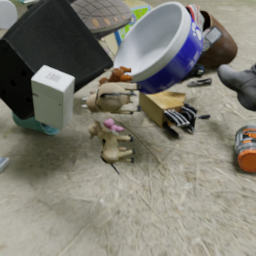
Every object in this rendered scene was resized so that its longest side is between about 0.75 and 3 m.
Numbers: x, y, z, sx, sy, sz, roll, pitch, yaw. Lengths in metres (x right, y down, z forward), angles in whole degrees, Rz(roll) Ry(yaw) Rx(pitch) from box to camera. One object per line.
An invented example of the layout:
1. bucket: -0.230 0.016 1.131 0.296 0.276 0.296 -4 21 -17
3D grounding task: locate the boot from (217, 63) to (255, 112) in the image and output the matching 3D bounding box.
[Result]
1. boot: 3.823 -1.734 8.712 0.834 1.574 2.391 6 39 -25

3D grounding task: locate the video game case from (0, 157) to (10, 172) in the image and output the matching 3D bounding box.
1. video game case: -4.584 1.329 7.923 1.626 0.209 1.788 8 32 12

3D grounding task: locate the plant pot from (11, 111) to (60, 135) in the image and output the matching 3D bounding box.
1. plant pot: -3.228 -0.509 9.944 1.402 1.432 1.432 4 31 23

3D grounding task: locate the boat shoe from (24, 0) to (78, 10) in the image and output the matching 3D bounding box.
1. boat shoe: -1.843 -3.715 8.594 1.042 0.851 2.822 11 32 32

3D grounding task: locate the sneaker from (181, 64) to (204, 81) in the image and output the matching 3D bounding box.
1. sneaker: 3.237 -2.862 14.209 1.145 0.748 2.047 12 32 20

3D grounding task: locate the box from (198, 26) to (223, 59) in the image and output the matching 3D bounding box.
1. box: 2.520 -2.880 10.612 0.459 2.075 1.662 43 17 -7

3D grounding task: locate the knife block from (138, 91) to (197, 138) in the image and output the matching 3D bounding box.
1. knife block: 1.305 -0.582 10.416 2.586 0.827 2.270 12 32 18

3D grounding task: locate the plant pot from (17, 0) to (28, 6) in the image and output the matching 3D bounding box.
1. plant pot: -3.215 -4.399 9.126 0.578 0.818 0.578 24 7 12

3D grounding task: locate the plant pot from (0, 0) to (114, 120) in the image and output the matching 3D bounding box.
1. plant pot: -2.236 -1.596 7.157 2.376 2.371 2.108 -26 21 38

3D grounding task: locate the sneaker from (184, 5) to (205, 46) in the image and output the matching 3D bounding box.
1. sneaker: 2.221 -3.257 8.919 0.547 1.332 0.518 -26 18 -21

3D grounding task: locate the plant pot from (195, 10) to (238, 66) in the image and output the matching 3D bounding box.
1. plant pot: 4.503 -4.521 15.299 2.871 2.684 2.684 13 23 -30

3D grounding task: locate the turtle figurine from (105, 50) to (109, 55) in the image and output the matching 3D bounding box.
1. turtle figurine: -2.194 -4.491 16.709 2.054 1.034 1.537 2 31 -8

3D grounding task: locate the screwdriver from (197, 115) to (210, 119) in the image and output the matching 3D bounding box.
1. screwdriver: 2.598 -0.396 10.814 1.174 0.164 0.171 -5 32 1

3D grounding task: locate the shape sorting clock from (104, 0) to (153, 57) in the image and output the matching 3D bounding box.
1. shape sorting clock: 0.223 -3.051 9.020 2.104 2.104 0.413 -13 2 -20

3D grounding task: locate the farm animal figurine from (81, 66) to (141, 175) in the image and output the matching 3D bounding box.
1. farm animal figurine: -0.397 -0.151 5.185 0.912 1.813 1.464 -1 32 -13

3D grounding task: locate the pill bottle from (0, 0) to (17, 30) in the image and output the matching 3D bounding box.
1. pill bottle: -4.262 -3.556 8.421 1.960 1.088 1.088 25 39 29

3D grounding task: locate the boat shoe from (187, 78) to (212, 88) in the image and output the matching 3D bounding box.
1. boat shoe: 3.447 -2.208 13.523 1.255 0.358 0.420 -6 32 -9

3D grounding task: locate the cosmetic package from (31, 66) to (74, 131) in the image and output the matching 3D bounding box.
1. cosmetic package: -1.507 -0.564 5.666 0.684 1.212 0.492 21 49 5

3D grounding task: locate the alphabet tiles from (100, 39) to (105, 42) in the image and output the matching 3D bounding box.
1. alphabet tiles: -1.690 -3.471 10.547 2.142 0.081 1.791 17 18 14

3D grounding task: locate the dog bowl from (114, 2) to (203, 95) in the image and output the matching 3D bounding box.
1. dog bowl: 0.772 -2.126 7.630 2.400 0.945 2.400 -30 42 31

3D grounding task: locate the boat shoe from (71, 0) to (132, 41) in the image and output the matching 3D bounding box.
1. boat shoe: -1.328 -2.807 7.834 2.912 1.068 1.085 -15 78 -7

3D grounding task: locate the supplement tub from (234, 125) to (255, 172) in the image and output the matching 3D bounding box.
1. supplement tub: 3.688 0.609 8.434 0.900 0.900 1.470 10 33 15
